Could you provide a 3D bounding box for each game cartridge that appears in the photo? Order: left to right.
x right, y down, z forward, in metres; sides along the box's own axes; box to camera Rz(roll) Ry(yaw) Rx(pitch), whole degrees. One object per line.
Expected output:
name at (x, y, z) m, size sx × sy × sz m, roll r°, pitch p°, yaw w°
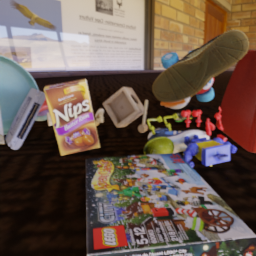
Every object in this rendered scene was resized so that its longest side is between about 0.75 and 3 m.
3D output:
game cartridge at (-2.816, -0.285, 7.629) m, size 0.337 × 1.650 × 1.098 m, roll 29°, pitch -3°, yaw -35°

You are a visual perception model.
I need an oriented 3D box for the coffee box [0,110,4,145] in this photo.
coffee box at (-4.771, -0.208, 7.372) m, size 2.615 × 1.478 × 1.044 m, roll -7°, pitch 15°, yaw -26°

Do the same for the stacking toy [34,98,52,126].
stacking toy at (-2.708, -0.530, 10.804) m, size 2.195 × 0.927 × 1.987 m, roll -15°, pitch 47°, yaw -37°

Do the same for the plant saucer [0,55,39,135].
plant saucer at (-3.891, -0.993, 8.191) m, size 2.572 × 2.572 × 0.462 m, roll -2°, pitch 31°, yaw -9°

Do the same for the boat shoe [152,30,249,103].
boat shoe at (2.030, -1.712, 8.027) m, size 2.964 × 1.059 × 0.974 m, roll -33°, pitch 5°, yaw 34°

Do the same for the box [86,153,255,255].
box at (0.302, 1.110, 4.223) m, size 1.853 × 0.511 × 2.713 m, roll -2°, pitch 15°, yaw -9°

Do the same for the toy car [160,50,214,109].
toy car at (2.386, -1.646, 12.104) m, size 2.303 × 2.400 × 2.604 m, roll 0°, pitch 44°, yaw 29°

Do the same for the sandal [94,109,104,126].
sandal at (-0.932, -0.268, 9.371) m, size 0.330 × 0.900 × 0.296 m, roll -23°, pitch 66°, yaw -33°

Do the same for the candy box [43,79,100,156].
candy box at (-1.337, -0.252, 6.807) m, size 0.991 × 1.699 × 0.480 m, roll -12°, pitch 19°, yaw -6°

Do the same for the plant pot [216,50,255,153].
plant pot at (4.474, -0.953, 8.110) m, size 2.910 × 2.564 × 2.907 m, roll 0°, pitch 14°, yaw 0°

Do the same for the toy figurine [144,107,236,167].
toy figurine at (1.597, 0.336, 6.158) m, size 2.202 × 1.161 × 1.319 m, roll -7°, pitch 21°, yaw -21°

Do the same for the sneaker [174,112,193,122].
sneaker at (2.027, -0.453, 10.179) m, size 0.832 × 0.325 × 0.355 m, roll -15°, pitch -12°, yaw -13°

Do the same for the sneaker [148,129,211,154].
sneaker at (1.261, 0.239, 7.385) m, size 1.486 × 0.598 × 1.088 m, roll -10°, pitch 21°, yaw -15°

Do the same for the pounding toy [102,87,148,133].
pounding toy at (0.194, -0.531, 9.116) m, size 1.370 × 1.560 × 0.714 m, roll -36°, pitch -11°, yaw 23°
